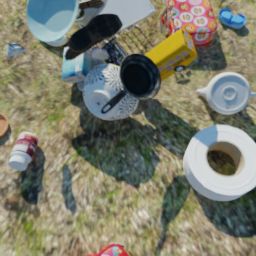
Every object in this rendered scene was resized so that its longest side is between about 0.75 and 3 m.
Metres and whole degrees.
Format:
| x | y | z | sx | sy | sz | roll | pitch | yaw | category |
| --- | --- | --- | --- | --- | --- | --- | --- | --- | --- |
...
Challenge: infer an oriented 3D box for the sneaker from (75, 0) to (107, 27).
| x | y | z | sx | sy | sz | roll | pitch | yaw | category |
| --- | --- | --- | --- | --- | --- | --- | --- | --- | --- |
| -1.184 | -3.961 | 9.065 | 0.577 | 1.629 | 0.595 | -1 | 55 | -42 | sneaker |

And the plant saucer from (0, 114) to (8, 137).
| x | y | z | sx | sy | sz | roll | pitch | yaw | category |
| --- | --- | --- | --- | --- | --- | --- | --- | --- | --- |
| -4.663 | -0.038 | 9.748 | 1.013 | 0.190 | 1.013 | 0 | 64 | -1 | plant saucer |

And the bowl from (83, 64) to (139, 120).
| x | y | z | sx | sy | sz | roll | pitch | yaw | category |
| --- | --- | --- | --- | --- | --- | --- | --- | --- | --- |
| -0.737 | -0.948 | 9.016 | 1.993 | 1.993 | 0.935 | 22 | 38 | 10 | bowl |

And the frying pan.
| x | y | z | sx | sy | sz | roll | pitch | yaw | category |
| --- | --- | --- | --- | --- | --- | --- | --- | --- | --- |
| 0.174 | -1.056 | 7.968 | 1.419 | 0.382 | 2.346 | 30 | 68 | -21 | frying pan |

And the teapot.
| x | y | z | sx | sy | sz | roll | pitch | yaw | category |
| --- | --- | --- | --- | --- | --- | --- | --- | --- | --- |
| 3.485 | -1.207 | 9.843 | 1.533 | 1.135 | 1.554 | -41 | 88 | 12 | teapot |

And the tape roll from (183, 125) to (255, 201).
| x | y | z | sx | sy | sz | roll | pitch | yaw | category |
| --- | --- | --- | --- | --- | --- | --- | --- | --- | --- |
| 2.950 | 1.082 | 8.854 | 2.321 | 0.812 | 2.321 | 0 | 64 | 1 | tape roll |

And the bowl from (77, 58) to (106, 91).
| x | y | z | sx | sy | sz | roll | pitch | yaw | category |
| --- | --- | --- | --- | --- | --- | --- | --- | --- | --- |
| -1.146 | -1.830 | 10.229 | 1.439 | 0.675 | 1.439 | -26 | 49 | 34 | bowl |

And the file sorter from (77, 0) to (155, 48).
| x | y | z | sx | sy | sz | roll | pitch | yaw | category |
| --- | --- | --- | --- | --- | --- | --- | --- | --- | --- |
| -0.558 | -4.374 | 10.801 | 2.413 | 1.502 | 1.674 | -36 | 95 | -23 | file sorter |

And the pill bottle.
| x | y | z | sx | sy | sz | roll | pitch | yaw | category |
| --- | --- | --- | --- | --- | --- | --- | --- | --- | --- |
| -3.347 | 0.752 | 8.981 | 0.648 | 0.648 | 1.136 | 6 | 50 | 3 | pill bottle |

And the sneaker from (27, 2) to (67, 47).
| x | y | z | sx | sy | sz | roll | pitch | yaw | category |
| --- | --- | --- | --- | --- | --- | --- | --- | --- | --- |
| -3.419 | -4.321 | 11.374 | 0.920 | 1.020 | 2.489 | -39 | 70 | -16 | sneaker |

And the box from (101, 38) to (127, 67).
| x | y | z | sx | sy | sz | roll | pitch | yaw | category |
| --- | --- | --- | --- | --- | --- | --- | --- | --- | --- |
| -0.515 | -2.609 | 10.021 | 0.754 | 0.218 | 0.949 | -38 | 86 | 18 | box |

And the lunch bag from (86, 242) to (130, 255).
| x | y | z | sx | sy | sz | roll | pitch | yaw | category |
| --- | --- | --- | --- | --- | --- | --- | --- | --- | --- |
| -0.715 | 4.215 | 7.324 | 2.241 | 0.918 | 1.974 | -36 | 65 | -17 | lunch bag |

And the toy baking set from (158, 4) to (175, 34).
| x | y | z | sx | sy | sz | roll | pitch | yaw | category |
| --- | --- | --- | --- | --- | --- | --- | --- | --- | --- |
| 1.447 | -4.080 | 10.489 | 0.121 | 0.800 | 1.043 | 33 | 87 | 42 | toy baking set |

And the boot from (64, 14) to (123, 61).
| x | y | z | sx | sy | sz | roll | pitch | yaw | category |
| --- | --- | --- | --- | --- | --- | --- | --- | --- | --- |
| -1.238 | -2.972 | 9.246 | 1.980 | 1.369 | 0.767 | -32 | 97 | -24 | boot |

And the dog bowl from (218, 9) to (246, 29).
| x | y | z | sx | sy | sz | roll | pitch | yaw | category |
| --- | --- | --- | --- | --- | --- | --- | --- | --- | --- |
| 4.398 | -4.625 | 11.929 | 1.184 | 0.294 | 0.660 | 28 | 67 | 14 | dog bowl |

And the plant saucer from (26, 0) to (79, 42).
| x | y | z | sx | sy | sz | roll | pitch | yaw | category |
| --- | --- | --- | --- | --- | --- | --- | --- | --- | --- |
| -2.263 | -3.616 | 8.643 | 2.020 | 0.389 | 2.020 | 0 | 89 | 25 | plant saucer |

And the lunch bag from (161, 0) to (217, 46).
| x | y | z | sx | sy | sz | roll | pitch | yaw | category |
| --- | --- | --- | --- | --- | --- | --- | --- | --- | --- |
| 2.387 | -4.441 | 11.455 | 2.077 | 0.966 | 2.359 | -3 | 65 | -1 | lunch bag |

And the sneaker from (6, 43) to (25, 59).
| x | y | z | sx | sy | sz | roll | pitch | yaw | category |
| --- | --- | --- | --- | --- | --- | --- | --- | --- | --- |
| -3.339 | -2.238 | 8.189 | 0.351 | 0.937 | 0.406 | 26 | 105 | -6 | sneaker |

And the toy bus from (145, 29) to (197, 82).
| x | y | z | sx | sy | sz | roll | pitch | yaw | category |
| --- | --- | --- | --- | --- | --- | --- | --- | --- | --- |
| 1.068 | -2.102 | 9.187 | 0.946 | 2.416 | 0.786 | 15 | 57 | -43 | toy bus |

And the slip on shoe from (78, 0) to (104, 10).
| x | y | z | sx | sy | sz | roll | pitch | yaw | category |
| --- | --- | --- | --- | --- | --- | --- | --- | --- | --- |
| -1.151 | -3.856 | 8.693 | 0.836 | 0.318 | 0.253 | -8 | 41 | 10 | slip on shoe |

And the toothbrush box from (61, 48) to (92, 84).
| x | y | z | sx | sy | sz | roll | pitch | yaw | category |
| --- | --- | --- | --- | --- | --- | --- | --- | --- | --- |
| -1.880 | -2.357 | 10.294 | 0.923 | 0.538 | 1.261 | -5 | 73 | 26 | toothbrush box |

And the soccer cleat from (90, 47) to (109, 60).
| x | y | z | sx | sy | sz | roll | pitch | yaw | category |
| --- | --- | --- | --- | --- | --- | --- | --- | --- | --- |
| -0.907 | -2.448 | 9.282 | 0.466 | 1.079 | 0.377 | 26 | 108 | 3 | soccer cleat |
